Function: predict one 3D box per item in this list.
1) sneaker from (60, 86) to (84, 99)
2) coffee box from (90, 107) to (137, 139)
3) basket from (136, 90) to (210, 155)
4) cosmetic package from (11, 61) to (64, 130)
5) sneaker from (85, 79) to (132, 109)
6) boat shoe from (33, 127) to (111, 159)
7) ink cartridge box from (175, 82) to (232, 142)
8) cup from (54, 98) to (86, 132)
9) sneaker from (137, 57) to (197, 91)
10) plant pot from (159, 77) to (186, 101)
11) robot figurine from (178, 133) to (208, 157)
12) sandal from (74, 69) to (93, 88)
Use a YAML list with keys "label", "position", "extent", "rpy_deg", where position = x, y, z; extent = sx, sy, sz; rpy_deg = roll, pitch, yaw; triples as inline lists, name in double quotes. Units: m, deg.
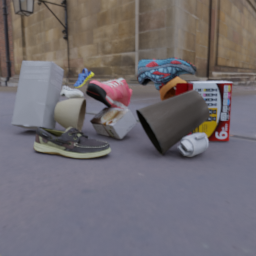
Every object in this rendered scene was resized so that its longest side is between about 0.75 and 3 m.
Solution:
- label: "sneaker"
  position: [-2.192, -1.309, 10.989]
  extent: [1.041, 0.422, 0.391]
  rpy_deg: [17, -22, 22]
- label: "coffee box"
  position: [-0.588, -0.216, 10.554]
  extent: [0.941, 0.656, 1.646]
  rpy_deg: [-45, 30, -24]
- label: "basket"
  position: [1.389, -0.301, 8.411]
  extent: [1.804, 1.227, 1.627]
  rpy_deg: [-28, 58, -7]
- label: "cosmetic package"
  position: [-3.613, -1.263, 11.317]
  extent: [1.431, 2.679, 1.208]
  rpy_deg: [6, -5, 14]
- label: "sneaker"
  position: [-0.656, -1.475, 10.936]
  extent: [1.073, 1.263, 2.912]
  rpy_deg: [25, -1, 22]
- label: "boat shoe"
  position: [-1.723, 0.388, 8.311]
  extent: [2.488, 0.806, 0.911]
  rpy_deg: [3, 12, 15]
- label: "ink cartridge box"
  position: [2.619, -0.589, 9.961]
  extent: [1.809, 2.060, 0.864]
  rpy_deg: [-1, 11, 0]
- label: "cup"
  position: [-2.308, -0.537, 11.020]
  extent: [1.025, 1.433, 1.433]
  rpy_deg: [10, 12, 1]
- label: "sneaker"
  position: [1.330, -1.830, 9.908]
  extent: [2.262, 1.081, 0.897]
  rpy_deg: [8, -2, 37]
- label: "plant pot"
  position: [1.746, -1.579, 11.262]
  extent: [1.238, 1.238, 0.867]
  rpy_deg: [-6, 50, -27]
- label: "robot figurine"
  position: [1.901, 0.482, 8.079]
  extent: [1.028, 0.872, 0.580]
  rpy_deg: [-16, 60, -36]
- label: "sandal"
  position: [-1.921, -2.073, 11.638]
  extent: [0.413, 0.452, 1.039]
  rpy_deg: [6, 51, 47]
